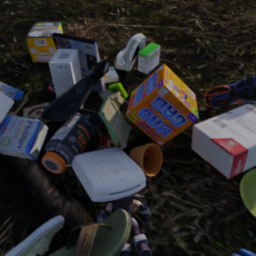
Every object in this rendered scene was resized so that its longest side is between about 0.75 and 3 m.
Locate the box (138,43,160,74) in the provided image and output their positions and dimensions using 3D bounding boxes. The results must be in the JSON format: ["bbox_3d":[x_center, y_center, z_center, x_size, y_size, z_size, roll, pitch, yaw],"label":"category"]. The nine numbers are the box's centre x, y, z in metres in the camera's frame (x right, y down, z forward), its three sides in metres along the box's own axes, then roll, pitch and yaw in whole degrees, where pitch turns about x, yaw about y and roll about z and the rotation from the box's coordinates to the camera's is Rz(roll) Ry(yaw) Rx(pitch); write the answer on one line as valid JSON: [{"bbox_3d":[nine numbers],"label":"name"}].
[{"bbox_3d":[1.046,-3.439,13.858,0.570,1.040,1.179,25,50,24],"label":"box"}]

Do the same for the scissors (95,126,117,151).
[{"bbox_3d":[-0.896,0.339,10.524,0.747,0.142,2.043,-16,42,0],"label":"scissors"}]

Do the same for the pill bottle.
[{"bbox_3d":[-2.049,0.545,9.567,1.122,1.122,2.112,15,45,15],"label":"pill bottle"}]

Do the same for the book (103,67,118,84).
[{"bbox_3d":[-1.363,-2.497,13.378,1.590,0.382,1.062,-10,43,-12],"label":"book"}]

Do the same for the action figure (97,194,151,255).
[{"bbox_3d":[-0.074,2.640,7.658,1.527,0.814,2.346,-13,36,-3],"label":"action figure"}]

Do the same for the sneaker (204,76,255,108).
[{"bbox_3d":[4.455,-1.428,11.313,2.721,1.025,1.067,-6,1,15],"label":"sneaker"}]

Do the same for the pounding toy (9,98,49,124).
[{"bbox_3d":[-3.576,-0.543,10.768,1.723,0.988,0.985,-20,47,-28],"label":"pounding toy"}]

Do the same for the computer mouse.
[{"bbox_3d":[-1.714,-1.090,9.675,2.835,1.963,0.747,-45,98,-21],"label":"computer mouse"}]

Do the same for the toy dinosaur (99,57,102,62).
[{"bbox_3d":[-2.012,-3.556,14.277,1.908,0.974,1.295,17,21,36],"label":"toy dinosaur"}]

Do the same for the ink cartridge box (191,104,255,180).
[{"bbox_3d":[3.821,0.370,9.628,2.623,1.087,1.925,-20,38,-20],"label":"ink cartridge box"}]

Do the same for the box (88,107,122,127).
[{"bbox_3d":[-0.801,-0.466,9.995,1.012,0.714,0.399,-26,86,-51],"label":"box"}]

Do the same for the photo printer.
[{"bbox_3d":[-0.579,1.392,8.462,1.746,0.729,2.099,-11,24,-25],"label":"photo printer"}]

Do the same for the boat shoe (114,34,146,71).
[{"bbox_3d":[0.281,-3.849,14.385,0.882,1.014,2.751,24,52,15],"label":"boat shoe"}]

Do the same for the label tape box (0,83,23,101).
[{"bbox_3d":[-4.697,-1.456,10.484,1.212,0.868,0.401,21,89,17],"label":"label tape box"}]

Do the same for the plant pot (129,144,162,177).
[{"bbox_3d":[0.521,1.027,9.189,0.739,1.055,1.055,0,35,43],"label":"plant pot"}]

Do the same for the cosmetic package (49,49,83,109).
[{"bbox_3d":[-2.351,-1.785,11.101,0.837,2.349,1.191,2,40,5],"label":"cosmetic package"}]

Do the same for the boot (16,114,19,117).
[{"bbox_3d":[-4.688,-0.046,10.689,1.010,0.459,1.202,-5,50,-11],"label":"boot"}]

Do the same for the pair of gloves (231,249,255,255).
[{"bbox_3d":[3.195,4.210,6.304,2.393,0.339,2.977,27,50,25],"label":"pair of gloves"}]

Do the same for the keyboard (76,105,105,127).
[{"bbox_3d":[-1.452,-0.525,10.905,1.314,0.789,0.169,13,32,7],"label":"keyboard"}]

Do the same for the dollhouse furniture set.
[{"bbox_3d":[-0.674,-0.328,9.756,1.162,1.516,2.315,-20,28,24],"label":"dollhouse furniture set"}]

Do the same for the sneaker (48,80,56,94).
[{"bbox_3d":[-3.077,-1.698,12.522,1.321,0.522,0.630,30,72,30],"label":"sneaker"}]

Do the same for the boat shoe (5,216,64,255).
[{"bbox_3d":[-2.406,3.099,7.358,1.882,0.678,0.584,-37,76,-26],"label":"boat shoe"}]

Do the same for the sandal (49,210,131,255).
[{"bbox_3d":[-1.184,2.939,6.846,2.887,0.824,1.146,-29,26,-13],"label":"sandal"}]

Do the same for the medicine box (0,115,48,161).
[{"bbox_3d":[-3.737,0.333,9.802,1.398,0.720,1.274,9,67,10],"label":"medicine box"}]

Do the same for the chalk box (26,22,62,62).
[{"bbox_3d":[-4.269,-4.675,14.904,1.436,1.429,2.309,1,43,3],"label":"chalk box"}]

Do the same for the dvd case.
[{"bbox_3d":[-2.018,-2.648,11.803,1.922,2.694,0.236,16,54,18],"label":"dvd case"}]

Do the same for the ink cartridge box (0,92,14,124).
[{"bbox_3d":[-5.156,0.041,9.233,1.891,1.068,2.581,-22,40,39],"label":"ink cartridge box"}]

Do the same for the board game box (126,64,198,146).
[{"bbox_3d":[1.204,-0.814,9.897,1.724,1.724,1.726,41,31,-18],"label":"board game box"}]

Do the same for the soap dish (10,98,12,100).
[{"bbox_3d":[-5.542,-1.413,12.159,1.076,0.437,0.846,19,47,18],"label":"soap dish"}]

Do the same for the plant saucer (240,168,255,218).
[{"bbox_3d":[4.505,2.173,8.437,2.276,0.354,2.276,0,43,0],"label":"plant saucer"}]
